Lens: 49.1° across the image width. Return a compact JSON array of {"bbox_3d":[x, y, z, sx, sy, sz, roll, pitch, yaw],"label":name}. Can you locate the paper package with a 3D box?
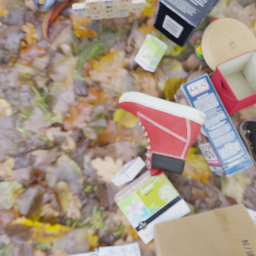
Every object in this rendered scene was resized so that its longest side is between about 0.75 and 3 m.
[{"bbox_3d":[2.142,3.569,6.655,2.713,2.846,1.472,-13,120,0],"label":"paper package"}]

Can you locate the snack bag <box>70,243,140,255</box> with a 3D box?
[{"bbox_3d":[-0.713,4.554,7.896,2.425,0.260,2.286,-4,52,-5],"label":"snack bag"}]

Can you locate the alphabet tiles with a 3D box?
[{"bbox_3d":[-0.573,-3.641,8.503,2.139,2.092,0.156,-5,99,-1],"label":"alphabet tiles"}]

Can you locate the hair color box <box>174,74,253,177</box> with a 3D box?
[{"bbox_3d":[2.458,-0.024,8.431,0.861,1.422,2.844,-24,84,-3],"label":"hair color box"}]

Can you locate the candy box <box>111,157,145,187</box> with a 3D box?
[{"bbox_3d":[-0.006,1.327,8.421,0.319,0.893,0.749,49,52,-2],"label":"candy box"}]

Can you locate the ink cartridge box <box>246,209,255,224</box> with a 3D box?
[{"bbox_3d":[3.942,3.141,8.473,1.552,0.647,1.127,15,84,4],"label":"ink cartridge box"}]

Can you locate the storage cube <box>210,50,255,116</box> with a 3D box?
[{"bbox_3d":[3.148,-1.230,7.934,1.376,1.237,1.176,-24,72,-3],"label":"storage cube"}]

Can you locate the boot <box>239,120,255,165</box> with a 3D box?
[{"bbox_3d":[4.197,0.602,8.316,0.724,1.490,1.979,-27,88,-2],"label":"boot"}]

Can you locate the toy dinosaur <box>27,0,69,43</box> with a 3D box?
[{"bbox_3d":[-2.199,-4.755,9.378,2.575,2.837,1.490,-31,47,-25],"label":"toy dinosaur"}]

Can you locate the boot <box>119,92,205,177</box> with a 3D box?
[{"bbox_3d":[0.557,0.186,8.081,2.895,1.048,2.088,22,91,42],"label":"boot"}]

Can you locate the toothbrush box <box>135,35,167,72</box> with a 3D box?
[{"bbox_3d":[0.712,-2.351,8.841,0.668,0.395,0.918,51,123,36],"label":"toothbrush box"}]

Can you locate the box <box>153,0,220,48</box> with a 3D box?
[{"bbox_3d":[2.089,-4.070,8.576,1.321,1.874,2.532,37,87,1],"label":"box"}]

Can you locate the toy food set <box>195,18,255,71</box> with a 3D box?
[{"bbox_3d":[3.217,-2.580,8.965,1.991,0.489,2.011,43,79,-6],"label":"toy food set"}]

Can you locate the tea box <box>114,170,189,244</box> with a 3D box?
[{"bbox_3d":[0.669,2.210,8.368,1.602,1.070,1.576,-37,84,-3],"label":"tea box"}]
